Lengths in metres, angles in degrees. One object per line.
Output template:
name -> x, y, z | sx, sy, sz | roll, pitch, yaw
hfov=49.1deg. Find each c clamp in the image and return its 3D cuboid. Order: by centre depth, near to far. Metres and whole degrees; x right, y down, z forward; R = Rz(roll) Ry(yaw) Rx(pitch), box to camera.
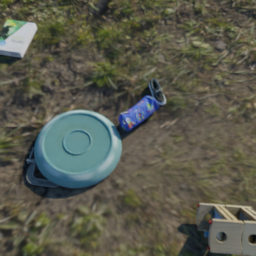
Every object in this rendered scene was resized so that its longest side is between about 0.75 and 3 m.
c clamp -> -2.656, 1.289, 9.022 | 1.439, 0.195, 1.229 | 11, 61, 7

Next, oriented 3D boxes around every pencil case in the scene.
pencil case -> 0.339, -0.536, 9.801 | 1.548, 0.672, 0.604 | -37, 25, -20

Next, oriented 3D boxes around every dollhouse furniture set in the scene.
dollhouse furniture set -> 2.666, 3.335, 7.369 | 1.556, 1.565, 2.220 | 4, 90, 3

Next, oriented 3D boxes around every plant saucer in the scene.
plant saucer -> -1.657, 0.534, 9.260 | 2.904, 0.398, 2.904 | 2, 58, -3

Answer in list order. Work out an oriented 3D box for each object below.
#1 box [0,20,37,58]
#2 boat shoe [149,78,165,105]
box -> -4.805, -3.803, 11.855 | 1.301, 0.328, 1.803 | 9, 60, 5
boat shoe -> 1.060, -1.356, 10.413 | 0.407, 0.400, 1.128 | -20, 62, -11
